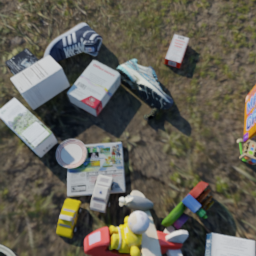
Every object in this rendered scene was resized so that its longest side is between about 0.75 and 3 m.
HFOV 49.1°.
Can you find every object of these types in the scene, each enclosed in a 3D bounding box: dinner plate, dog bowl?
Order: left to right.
[{"bbox_3d":[-4.397,4.945,8.904,2.395,0.883,2.395,0,67,0],"label":"dog bowl"},{"bbox_3d":[-2.174,0.996,10.756,1.175,0.142,1.175,-1,68,1],"label":"dinner plate"}]

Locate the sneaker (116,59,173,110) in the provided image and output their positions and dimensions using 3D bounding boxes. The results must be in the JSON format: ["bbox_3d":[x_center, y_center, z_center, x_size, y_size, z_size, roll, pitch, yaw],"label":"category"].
[{"bbox_3d":[0.867,-1.960,11.764,2.871,1.114,1.239,40,69,15],"label":"sneaker"}]

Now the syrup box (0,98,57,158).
[{"bbox_3d":[-3.964,-0.018,10.987,2.328,0.948,0.917,39,71,17],"label":"syrup box"}]

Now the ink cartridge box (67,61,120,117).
[{"bbox_3d":[-1.381,-1.668,11.778,1.403,0.797,1.925,30,70,12],"label":"ink cartridge box"}]

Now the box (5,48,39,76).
[{"bbox_3d":[-4.491,-2.661,12.272,1.181,0.693,1.161,-41,73,-17],"label":"box"}]

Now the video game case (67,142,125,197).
[{"bbox_3d":[-1.239,1.565,10.706,2.142,0.236,1.953,-4,67,-1],"label":"video game case"}]

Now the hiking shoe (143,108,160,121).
[{"bbox_3d":[1.037,-0.520,11.479,0.801,0.304,0.403,-36,35,-10],"label":"hiking shoe"}]

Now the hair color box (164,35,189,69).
[{"bbox_3d":[2.210,-3.489,12.754,0.742,0.448,1.462,19,69,8],"label":"hair color box"}]

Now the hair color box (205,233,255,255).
[{"bbox_3d":[3.168,4.982,8.882,1.441,0.872,2.882,9,67,4],"label":"hair color box"}]

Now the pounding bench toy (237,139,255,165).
[{"bbox_3d":[4.571,0.916,10.791,0.943,0.586,0.735,25,69,10],"label":"pounding bench toy"}]

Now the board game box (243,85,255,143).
[{"bbox_3d":[5.878,-0.585,10.564,2.163,2.165,2.164,11,67,5],"label":"board game box"}]

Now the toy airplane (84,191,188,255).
[{"bbox_3d":[0.494,3.431,8.761,2.947,2.079,2.934,25,41,30],"label":"toy airplane"}]

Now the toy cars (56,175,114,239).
[{"bbox_3d":[-1.532,2.727,9.857,2.723,0.603,1.221,-36,74,-7],"label":"toy cars"}]

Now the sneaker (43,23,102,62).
[{"bbox_3d":[-2.359,-3.534,12.504,1.479,0.955,2.726,38,69,17],"label":"sneaker"}]

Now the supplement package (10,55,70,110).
[{"bbox_3d":[-3.611,-1.887,11.617,1.872,1.135,1.121,-36,60,-15],"label":"supplement package"}]

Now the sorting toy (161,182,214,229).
[{"bbox_3d":[2.198,2.802,9.584,2.178,1.309,0.894,-41,72,-15],"label":"sorting toy"}]
